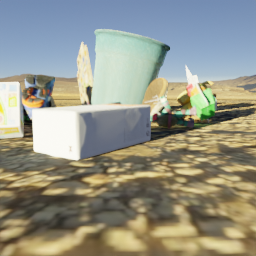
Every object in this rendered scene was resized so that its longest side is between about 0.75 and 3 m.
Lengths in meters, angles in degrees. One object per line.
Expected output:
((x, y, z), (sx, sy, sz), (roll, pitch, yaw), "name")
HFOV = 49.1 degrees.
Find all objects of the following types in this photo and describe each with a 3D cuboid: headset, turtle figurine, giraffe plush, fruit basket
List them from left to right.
((-3.753, -0.665, 10.845), (1.834, 1.396, 2.970), (2, 22, -16), "headset")
((1.196, -0.348, 8.228), (1.503, 0.757, 1.125), (4, -27, 2), "turtle figurine")
((2.417, -1.158, 9.566), (0.764, 1.629, 1.509), (-19, -32, 7), "fruit basket")
((2.900, -1.036, 11.253), (1.504, 1.743, 1.413), (3, -14, 31), "giraffe plush")

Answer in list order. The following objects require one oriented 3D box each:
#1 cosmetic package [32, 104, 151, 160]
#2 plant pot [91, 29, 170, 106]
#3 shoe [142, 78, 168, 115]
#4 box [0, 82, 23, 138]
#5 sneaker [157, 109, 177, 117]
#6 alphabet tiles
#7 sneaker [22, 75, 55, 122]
((-0.585, -0.029, 5.450), (1.123, 0.789, 2.214), (5, 10, 35), "cosmetic package")
((-0.127, -1.876, 10.349), (2.778, 2.721, 2.778), (13, 10, -2), "plant pot")
((0.876, -0.903, 9.219), (0.514, 0.674, 1.927), (-6, -34, -29), "shoe")
((-2.727, -0.393, 6.289), (0.645, 1.147, 0.581), (-5, -24, -15), "box")
((1.405, -0.459, 10.167), (0.801, 0.339, 0.298), (-7, 40, 31), "sneaker")
((-1.948, -2.172, 12.544), (0.093, 2.936, 2.443), (-5, -19, -20), "alphabet tiles")
((-3.061, -1.077, 9.471), (0.982, 1.023, 2.608), (6, 31, -7), "sneaker")
